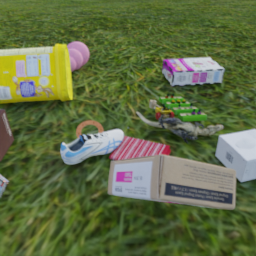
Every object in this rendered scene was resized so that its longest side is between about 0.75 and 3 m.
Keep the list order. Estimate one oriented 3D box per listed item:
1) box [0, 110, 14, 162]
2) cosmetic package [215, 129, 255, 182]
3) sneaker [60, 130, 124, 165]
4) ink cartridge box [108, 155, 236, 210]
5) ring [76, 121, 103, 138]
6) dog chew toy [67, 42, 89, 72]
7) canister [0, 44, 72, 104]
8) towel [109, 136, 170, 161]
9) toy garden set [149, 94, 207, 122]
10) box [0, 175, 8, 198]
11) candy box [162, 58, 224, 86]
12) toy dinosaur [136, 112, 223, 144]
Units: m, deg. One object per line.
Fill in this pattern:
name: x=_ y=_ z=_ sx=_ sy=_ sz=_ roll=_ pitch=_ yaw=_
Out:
box: x=-3.907 y=0.547 z=7.371 sx=0.850 sy=1.136 sz=2.269 roll=-1 pitch=34 yaw=1
cosmetic package: x=3.211 y=0.706 z=7.478 sx=1.192 sy=0.732 sz=1.188 roll=-10 pitch=33 yaw=-14
sneaker: x=-0.957 y=0.422 z=7.869 sx=1.917 sy=0.695 sz=0.689 roll=-22 pitch=37 yaw=-24
ink cartridge box: x=0.735 y=1.057 z=5.403 sx=1.641 sy=0.748 sz=1.992 roll=12 pitch=-14 yaw=-24
ring: x=-1.175 y=0.135 z=8.613 sx=0.835 sy=0.080 sz=0.835 roll=2 pitch=57 yaw=-3
dog chew toy: x=-2.625 y=-3.310 z=13.393 sx=1.187 sy=1.187 sz=1.906 roll=8 pitch=42 yaw=12
canister: x=-3.621 y=-1.983 z=10.497 sx=2.796 sy=2.077 sz=1.210 roll=-4 pitch=-4 yaw=-3
towel: x=0.358 y=0.728 z=7.988 sx=1.512 sy=0.170 sz=1.093 roll=12 pitch=37 yaw=21
toy garden set: x=1.510 y=-0.798 z=9.709 sx=1.684 sy=0.403 sz=2.020 roll=-3 pitch=26 yaw=-17
box: x=-3.090 y=1.224 z=6.286 sx=0.752 sy=0.515 sz=0.150 roll=32 pitch=10 yaw=16
candy box: x=2.837 y=-2.523 z=12.481 sx=2.299 sy=0.701 sz=1.568 roll=-5 pitch=33 yaw=-8
toy dinosaur: x=1.452 y=-0.038 z=8.554 sx=2.794 sy=0.663 sz=1.231 roll=13 pitch=9 yaw=11
